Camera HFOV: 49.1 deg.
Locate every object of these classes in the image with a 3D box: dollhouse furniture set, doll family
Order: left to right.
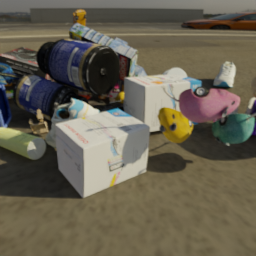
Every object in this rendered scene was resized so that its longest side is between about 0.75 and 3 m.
[{"bbox_3d":[-2.432,-0.148,7.527,0.395,0.763,0.338,-14,61,-13],"label":"dollhouse furniture set"},{"bbox_3d":[-1.139,-1.389,10.363,1.774,1.101,0.799,-5,62,-12],"label":"doll family"}]

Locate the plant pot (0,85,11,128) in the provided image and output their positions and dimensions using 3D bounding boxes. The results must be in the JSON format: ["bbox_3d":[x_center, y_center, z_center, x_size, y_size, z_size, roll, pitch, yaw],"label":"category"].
[{"bbox_3d":[-4.239,-0.594,8.345,1.074,1.194,1.194,-10,22,-9],"label":"plant pot"}]

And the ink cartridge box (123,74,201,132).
[{"bbox_3d":[0.953,-0.789,8.264,1.848,1.337,1.360,-9,23,-24],"label":"ink cartridge box"}]

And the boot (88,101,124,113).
[{"bbox_3d":[-0.996,-0.474,8.821,1.672,0.665,1.921,10,16,25],"label":"boot"}]

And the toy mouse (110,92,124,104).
[{"bbox_3d":[0.433,-0.885,9.587,1.678,0.365,1.888,17,15,9],"label":"toy mouse"}]

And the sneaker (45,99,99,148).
[{"bbox_3d":[-1.531,-0.124,6.783,1.886,0.762,0.722,-30,39,39],"label":"sneaker"}]

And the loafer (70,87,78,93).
[{"bbox_3d":[-1.793,-1.869,11.870,1.614,0.614,0.544,-9,42,-20],"label":"loafer"}]

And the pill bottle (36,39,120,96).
[{"bbox_3d":[-1.639,-1.970,8.719,2.595,1.451,1.451,21,31,34],"label":"pill bottle"}]

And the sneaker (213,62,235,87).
[{"bbox_3d":[4.456,-2.433,12.882,0.865,0.913,2.260,10,26,18],"label":"sneaker"}]

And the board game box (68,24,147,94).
[{"bbox_3d":[-0.504,-2.237,10.221,2.984,2.986,0.921,25,69,4],"label":"board game box"}]

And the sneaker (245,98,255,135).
[{"bbox_3d":[3.971,-0.257,8.266,1.010,0.706,2.030,17,33,23],"label":"sneaker"}]

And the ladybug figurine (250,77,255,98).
[{"bbox_3d":[4.415,-0.854,7.093,1.908,1.011,2.811,-25,26,-17],"label":"ladybug figurine"}]

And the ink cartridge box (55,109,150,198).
[{"bbox_3d":[-0.543,0.448,5.858,1.591,1.151,1.171,-16,33,-34],"label":"ink cartridge box"}]

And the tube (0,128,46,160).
[{"bbox_3d":[-3.005,0.283,7.135,2.122,0.616,0.551,13,67,33],"label":"tube"}]

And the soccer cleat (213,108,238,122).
[{"bbox_3d":[2.786,-0.302,7.888,0.504,0.623,1.444,41,31,5],"label":"soccer cleat"}]

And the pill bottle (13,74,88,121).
[{"bbox_3d":[-2.354,-0.837,8.644,2.109,1.179,1.179,21,29,17],"label":"pill bottle"}]

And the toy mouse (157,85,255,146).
[{"bbox_3d":[1.741,-0.122,5.652,2.513,0.547,2.828,-4,-24,28],"label":"toy mouse"}]

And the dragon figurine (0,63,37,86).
[{"bbox_3d":[-3.968,-1.655,8.551,2.185,0.643,1.086,7,6,-14],"label":"dragon figurine"}]

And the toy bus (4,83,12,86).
[{"bbox_3d":[-6.051,-2.219,12.519,1.575,0.617,0.513,3,20,-38],"label":"toy bus"}]

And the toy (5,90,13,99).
[{"bbox_3d":[-4.910,-1.023,10.285,0.964,0.395,1.674,10,25,29],"label":"toy"}]

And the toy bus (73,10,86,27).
[{"bbox_3d":[-1.714,-3.656,9.804,0.343,1.053,0.412,-20,63,-21],"label":"toy bus"}]

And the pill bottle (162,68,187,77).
[{"bbox_3d":[1.515,-1.590,10.198,0.907,0.907,1.588,-4,-4,-9],"label":"pill bottle"}]

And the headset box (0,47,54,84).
[{"bbox_3d":[-4.398,-2.688,12.648,2.100,1.090,2.822,16,22,-4],"label":"headset box"}]
